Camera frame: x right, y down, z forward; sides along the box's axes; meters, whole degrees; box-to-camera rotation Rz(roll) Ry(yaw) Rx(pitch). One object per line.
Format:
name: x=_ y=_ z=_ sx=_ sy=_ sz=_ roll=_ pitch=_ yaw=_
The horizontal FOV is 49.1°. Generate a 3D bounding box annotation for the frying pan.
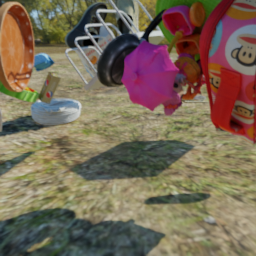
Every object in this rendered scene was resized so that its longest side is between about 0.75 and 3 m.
frying pan: x=0.165 y=-1.466 z=5.614 sx=1.888 sy=1.142 sz=0.307 roll=-35 pitch=58 yaw=-22

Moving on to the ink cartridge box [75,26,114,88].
ink cartridge box: x=-1.210 y=-3.049 z=11.428 sx=1.493 sy=2.027 sz=1.466 roll=-36 pitch=53 yaw=-4

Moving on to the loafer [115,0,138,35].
loafer: x=-0.041 y=-3.514 z=8.805 sx=0.705 sy=1.864 sz=0.636 roll=-12 pitch=-5 yaw=18

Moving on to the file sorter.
file sorter: x=-0.428 y=-2.372 z=7.913 sx=2.292 sy=1.427 sz=1.590 roll=-37 pitch=-4 yaw=38

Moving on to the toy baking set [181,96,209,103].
toy baking set: x=3.130 y=-1.637 z=14.934 sx=1.714 sy=0.260 sz=2.233 roll=-10 pitch=22 yaw=-27

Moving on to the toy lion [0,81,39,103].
toy lion: x=-3.351 y=-1.218 z=7.576 sx=1.959 sy=0.702 sz=2.044 roll=24 pitch=5 yaw=-9

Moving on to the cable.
cable: x=-2.971 y=-0.730 z=11.666 sx=2.036 sy=0.705 sz=2.037 roll=12 pitch=22 yaw=35

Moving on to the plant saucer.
plant saucer: x=-2.552 y=-1.764 z=6.243 sx=0.308 sy=1.908 sz=1.908 roll=4 pitch=19 yaw=1

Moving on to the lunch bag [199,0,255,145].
lunch bag: x=2.233 y=-1.033 z=4.689 sx=1.224 sy=2.988 sz=2.632 roll=32 pitch=76 yaw=33

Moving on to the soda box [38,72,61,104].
soda box: x=-2.148 y=-1.086 z=7.638 sx=0.276 sy=0.815 sz=0.261 roll=12 pitch=22 yaw=-47

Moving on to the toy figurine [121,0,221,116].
toy figurine: x=0.874 y=-1.138 z=5.362 sx=1.816 sy=2.419 sz=2.227 roll=12 pitch=56 yaw=46

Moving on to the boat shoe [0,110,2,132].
boat shoe: x=-2.824 y=-0.206 z=5.820 sx=0.304 sy=0.932 sz=0.343 roll=-22 pitch=55 yaw=-36

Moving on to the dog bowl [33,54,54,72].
dog bowl: x=-2.796 y=-2.098 z=8.973 sx=0.662 sy=0.295 sz=1.188 roll=-26 pitch=8 yaw=5

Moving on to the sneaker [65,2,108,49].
sneaker: x=-1.158 y=-3.502 z=9.719 sx=1.126 sy=0.793 sz=2.121 roll=23 pitch=73 yaw=43
